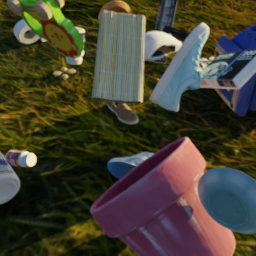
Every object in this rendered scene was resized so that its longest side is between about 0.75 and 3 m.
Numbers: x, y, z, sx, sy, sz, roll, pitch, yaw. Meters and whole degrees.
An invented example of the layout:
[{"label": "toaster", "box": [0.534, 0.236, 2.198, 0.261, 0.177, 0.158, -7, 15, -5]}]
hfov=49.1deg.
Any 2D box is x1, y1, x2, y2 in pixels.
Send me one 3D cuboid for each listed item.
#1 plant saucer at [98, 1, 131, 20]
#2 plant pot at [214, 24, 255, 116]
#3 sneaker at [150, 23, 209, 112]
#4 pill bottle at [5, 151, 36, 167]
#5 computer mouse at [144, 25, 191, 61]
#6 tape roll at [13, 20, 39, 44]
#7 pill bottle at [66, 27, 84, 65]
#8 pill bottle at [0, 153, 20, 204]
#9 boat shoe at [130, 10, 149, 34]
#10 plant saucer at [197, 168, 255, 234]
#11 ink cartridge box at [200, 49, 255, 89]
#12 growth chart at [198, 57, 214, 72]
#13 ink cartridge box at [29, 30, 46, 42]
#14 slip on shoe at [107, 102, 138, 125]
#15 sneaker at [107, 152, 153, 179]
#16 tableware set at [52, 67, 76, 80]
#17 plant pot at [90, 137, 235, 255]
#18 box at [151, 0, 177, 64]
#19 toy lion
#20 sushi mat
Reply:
[{"label": "plant saucer", "box": [-0.387, -3.422, 8.795, 1.069, 1.069, 0.200, -11, 47, -11]}, {"label": "plant pot", "box": [4.911, -2.234, 11.022, 2.501, 2.781, 2.781, -14, 46, -6]}, {"label": "sneaker", "box": [1.528, -1.453, 7.112, 0.949, 2.317, 0.856, 33, 8, 5]}, {"label": "pill bottle", "box": [-2.858, 0.827, 7.452, 0.753, 0.412, 0.412, 2, 41, 26]}, {"label": "computer mouse", "box": [1.021, -2.396, 7.638, 1.333, 0.533, 2.430, 31, 42, 28]}, {"label": "tape roll", "box": [-3.727, -3.574, 10.410, 0.956, 0.956, 0.335, -27, 72, -25]}, {"label": "pill bottle", "box": [-1.938, -2.945, 10.093, 0.680, 1.200, 0.680, 6, 31, -4]}, {"label": "pill bottle", "box": [-4.197, 1.272, 8.425, 1.118, 1.118, 2.012, -30, 51, -28]}, {"label": "boat shoe", "box": [0.164, -3.457, 9.766, 1.702, 0.599, 0.599, 47, 64, -14]}, {"label": "plant saucer", "box": [1.765, 1.339, 4.863, 1.348, 1.348, 0.260, 29, 40, 27]}, {"label": "ink cartridge box", "box": [2.693, -1.621, 7.149, 1.612, 0.350, 1.597, -42, 21, -11]}, {"label": "growth chart", "box": [3.891, -2.926, 13.522, 2.526, 0.224, 1.828, -15, 44, -16]}, {"label": "ink cartridge box", "box": [-4.591, -5.820, 16.410, 1.972, 0.432, 1.991, -28, 49, -26]}, {"label": "slip on shoe", "box": [-0.229, -0.738, 10.987, 0.636, 0.507, 1.673, -26, 49, -25]}, {"label": "sneaker", "box": [0.308, 1.192, 8.898, 1.921, 0.735, 0.776, 2, 29, -1]}, {"label": "tableware set", "box": [-3.021, -2.609, 13.254, 0.816, 0.113, 0.977, 26, 50, 24]}, {"label": "plant pot", "box": [0.945, 2.003, 6.415, 2.782, 2.782, 2.490, -35, 87, -31]}, {"label": "box", "box": [1.244, -3.482, 10.180, 0.507, 2.204, 1.752, 9, 15, -1]}, {"label": "toy lion", "box": [-2.453, -3.199, 8.909, 2.243, 2.150, 0.770, 22, 64, 32]}, {"label": "sushi mat", "box": [-0.173, -1.525, 5.922, 1.023, 0.129, 2.139, 4, 73, -4]}]
